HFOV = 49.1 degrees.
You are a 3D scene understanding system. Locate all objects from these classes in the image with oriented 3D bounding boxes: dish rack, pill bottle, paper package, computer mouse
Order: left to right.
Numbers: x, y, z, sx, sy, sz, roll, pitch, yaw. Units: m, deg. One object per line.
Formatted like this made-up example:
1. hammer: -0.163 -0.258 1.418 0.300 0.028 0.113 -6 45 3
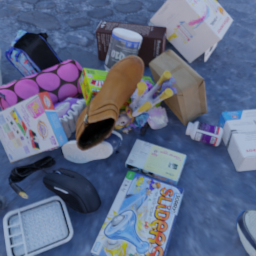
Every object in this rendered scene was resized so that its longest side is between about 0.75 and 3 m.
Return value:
1. dish rack: -2.128 2.404 6.682 1.477 0.321 1.267 -18 49 -16
2. computer mouse: -1.859 1.414 7.042 2.343 0.539 1.645 32 29 27
3. pill bottle: -0.245 -2.483 10.018 1.049 1.844 1.049 13 30 -8
4. paper package: 1.632 -1.284 9.076 0.938 1.729 1.814 -32 51 -3
5. pill bottle: 2.317 0.153 8.559 1.031 0.580 0.580 17 50 13

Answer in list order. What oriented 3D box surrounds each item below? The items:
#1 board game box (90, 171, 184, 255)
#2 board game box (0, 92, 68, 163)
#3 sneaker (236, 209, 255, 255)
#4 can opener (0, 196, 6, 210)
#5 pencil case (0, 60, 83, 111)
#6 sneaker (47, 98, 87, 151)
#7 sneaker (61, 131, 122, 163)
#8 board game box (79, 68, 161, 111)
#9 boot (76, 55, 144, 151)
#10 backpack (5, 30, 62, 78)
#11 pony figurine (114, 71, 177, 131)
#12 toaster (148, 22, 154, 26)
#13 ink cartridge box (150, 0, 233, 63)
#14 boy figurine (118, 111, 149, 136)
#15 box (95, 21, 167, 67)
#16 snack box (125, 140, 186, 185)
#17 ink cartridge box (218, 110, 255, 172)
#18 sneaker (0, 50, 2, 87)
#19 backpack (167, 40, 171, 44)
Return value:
1. board game box: 0.308 2.257 6.749 1.561 0.397 2.306 15 49 14
2. board game box: -2.671 0.028 7.488 1.875 1.435 0.378 -18 7 26
3. sneaker: 3.655 2.639 5.650 2.970 1.265 1.144 39 58 23
4. can opener: -4.225 1.885 7.059 2.206 0.733 0.581 5 9 2
5. pencil case: -2.792 -1.294 9.342 2.933 1.331 1.374 -29 79 -28
6. sneaker: -2.180 -0.227 8.758 1.061 0.966 2.401 23 46 26
7. sneaker: -1.000 0.486 8.354 1.679 0.676 1.229 -6 18 23
8. board game box: -0.247 -1.247 9.308 2.489 0.593 1.264 2 44 -26
9. boot: -0.487 -0.693 7.427 2.689 1.031 2.088 -42 17 12
10. backpack: -3.499 -2.535 10.233 2.107 1.924 1.418 26 69 39
11. pony figurine: 0.503 -0.762 8.347 2.089 2.164 1.802 -30 83 -38
12. toaster: 1.377 -4.318 12.641 1.201 0.682 0.776 15 53 12
13. ink cartridge box: 2.669 -4.176 11.203 2.770 1.734 1.780 43 54 -9
14. boy figurine: -0.003 -0.268 8.972 1.393 0.449 0.866 25 78 16
15. box: 0.123 -3.371 11.310 2.699 1.351 1.011 8 48 9
16. snack box: 0.787 0.954 7.974 1.521 0.282 0.883 18 57 16
17. ink cartridge box: 3.594 0.326 8.289 1.293 0.758 1.766 -5 49 -3
18. sneaker: -5.232 -1.827 10.155 1.059 1.072 2.701 22 53 -40
19. backpack: 2.118 -3.981 12.374 0.775 0.583 0.688 -19 46 -27
